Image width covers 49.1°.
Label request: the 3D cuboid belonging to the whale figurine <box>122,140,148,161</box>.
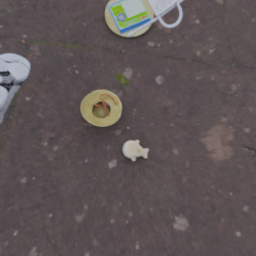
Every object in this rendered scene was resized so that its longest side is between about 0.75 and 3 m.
[{"bbox_3d":[0.261,0.895,10.973,1.058,0.549,0.842,15,79,-21],"label":"whale figurine"}]

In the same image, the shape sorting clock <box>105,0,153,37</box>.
[{"bbox_3d":[0.052,-5.107,12.634,2.182,0.428,2.182,0,78,1],"label":"shape sorting clock"}]

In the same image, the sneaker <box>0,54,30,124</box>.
[{"bbox_3d":[-3.999,-1.097,8.621,1.024,1.567,2.726,30,42,-18],"label":"sneaker"}]

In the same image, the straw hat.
[{"bbox_3d":[-1.086,-0.629,11.226,1.709,0.723,1.709,6,62,-10],"label":"straw hat"}]

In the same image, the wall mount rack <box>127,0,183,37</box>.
[{"bbox_3d":[0.594,-4.588,9.918,2.375,1.019,2.733,-34,112,5],"label":"wall mount rack"}]
